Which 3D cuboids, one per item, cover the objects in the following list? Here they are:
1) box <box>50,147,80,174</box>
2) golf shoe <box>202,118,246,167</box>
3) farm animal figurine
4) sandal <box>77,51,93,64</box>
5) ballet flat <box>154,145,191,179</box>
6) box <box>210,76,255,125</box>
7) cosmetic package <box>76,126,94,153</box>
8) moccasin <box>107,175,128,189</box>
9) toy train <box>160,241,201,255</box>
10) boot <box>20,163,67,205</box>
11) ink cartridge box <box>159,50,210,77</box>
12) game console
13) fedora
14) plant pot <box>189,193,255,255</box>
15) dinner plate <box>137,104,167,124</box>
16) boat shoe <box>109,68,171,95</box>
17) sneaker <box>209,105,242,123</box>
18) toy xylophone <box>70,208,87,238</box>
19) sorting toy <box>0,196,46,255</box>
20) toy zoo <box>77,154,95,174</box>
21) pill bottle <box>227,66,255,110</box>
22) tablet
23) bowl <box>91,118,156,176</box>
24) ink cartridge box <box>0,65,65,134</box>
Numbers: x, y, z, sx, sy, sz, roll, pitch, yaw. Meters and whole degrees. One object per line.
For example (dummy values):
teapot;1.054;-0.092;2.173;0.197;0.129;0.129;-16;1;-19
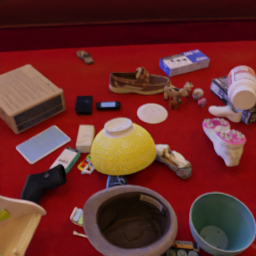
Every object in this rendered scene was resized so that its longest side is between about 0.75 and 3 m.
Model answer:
box;-2.251;1.244;9.945;0.513;0.307;1.247;17;46;17
golf shoe;3.412;0.456;10.379;1.013;1.231;2.690;-6;21;1
farm animal figurine;2.562;-1.556;12.505;1.751;0.881;1.414;-11;44;-11
sandal;-2.368;-3.959;15.423;0.586;0.391;1.433;-22;47;-21
ballet flat;1.446;0.987;9.922;0.708;0.708;1.968;-32;50;-30
box;5.354;-1.472;12.565;2.121;0.669;2.689;-16;46;-17
cosmetic package;-1.636;0.419;10.761;0.571;0.403;1.102;0;42;-1
moccasin;-0.303;1.724;9.102;0.604;0.713;1.772;-9;43;13
toy train;1.420;3.367;7.607;1.123;0.479;0.640;3;34;3
boot;-2.620;1.873;8.822;1.304;0.593;1.553;-20;37;8
ink cartridge box;2.962;-3.438;14.770;2.368;0.524;1.113;-17;47;-17
game console;-1.339;-1.030;12.417;2.027;0.244;1.195;-1;43;-2
fedora;0.017;2.746;7.650;2.576;1.163;2.278;-10;41;-25
plant pot;2.461;2.802;7.683;1.676;1.129;1.676;0;43;0
dinner plate;1.046;-0.668;12.112;1.297;0.157;1.297;1;43;-1
boat shoe;0.567;-2.267;13.130;2.941;1.058;1.061;1;43;1
sneaker;4.125;-0.745;11.846;1.362;0.603;0.513;21;48;24
toy xylophone;-1.172;2.816;8.292;1.126;0.283;0.824;6;44;7
sorting toy;-3.289;2.547;6.501;1.265;2.132;2.369;6;52;17
toy zoo;-1.415;1.334;10.012;0.548;0.086;0.836;22;47;22
pill bottle;4.564;-1.575;11.171;1.131;1.131;2.016;11;37;12
tablet;-3.241;0.617;10.753;1.755;0.120;1.142;-35;54;-30
bowl;-0.240;0.426;9.668;2.349;1.264;2.349;-7;28;4
ink cartridge box;-4.540;-1.346;12.113;2.419;1.103;2.937;-31;51;-30
